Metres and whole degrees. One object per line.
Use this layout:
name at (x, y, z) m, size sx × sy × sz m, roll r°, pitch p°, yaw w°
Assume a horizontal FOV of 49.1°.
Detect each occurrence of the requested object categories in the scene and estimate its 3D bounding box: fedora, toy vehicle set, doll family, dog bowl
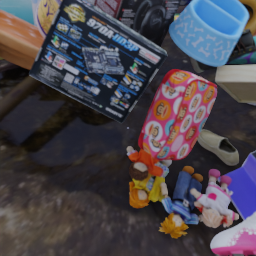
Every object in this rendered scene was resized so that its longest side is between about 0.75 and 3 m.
fedora at (4.368, -4.179, 11.439) m, size 2.486 × 1.014 × 2.486 m, roll -20°, pitch 49°, yaw 25°
toy vehicle set at (2.989, -0.734, 5.100) m, size 2.345 × 1.457 × 0.311 m, roll 9°, pitch 84°, yaw 39°
doll family at (0.941, 1.391, 6.013) m, size 2.620 × 1.181 × 1.626 m, roll 31°, pitch 42°, yaw 6°
dog bowl at (1.632, -2.030, 5.358) m, size 1.245 × 0.554 × 2.234 m, roll 35°, pitch 46°, yaw 2°

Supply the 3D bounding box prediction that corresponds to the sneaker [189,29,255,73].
sneaker at (2.174, -1.888, 6.433) m, size 1.163 × 0.819 × 2.189 m, roll -16°, pitch 6°, yaw 36°

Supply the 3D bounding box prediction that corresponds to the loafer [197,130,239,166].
loafer at (2.356, 0.411, 7.298) m, size 0.501 × 0.452 × 1.325 m, roll -28°, pitch 50°, yaw -26°

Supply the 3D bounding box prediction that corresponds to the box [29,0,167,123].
box at (-0.462, -1.008, 4.296) m, size 1.680 × 1.335 × 0.386 m, roll 27°, pitch 25°, yaw -15°

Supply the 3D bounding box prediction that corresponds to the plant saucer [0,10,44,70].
plant saucer at (-2.359, -1.927, 6.216) m, size 2.923 × 0.547 × 2.923 m, roll 27°, pitch 16°, yaw -8°

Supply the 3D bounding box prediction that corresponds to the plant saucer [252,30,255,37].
plant saucer at (5.121, -4.420, 11.775) m, size 1.916 × 0.359 × 1.916 m, roll -23°, pitch 53°, yaw 34°

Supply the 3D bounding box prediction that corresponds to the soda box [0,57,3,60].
soda box at (-5.256, -3.602, 11.298) m, size 0.701 × 0.742 × 2.191 m, roll -14°, pitch 46°, yaw -15°

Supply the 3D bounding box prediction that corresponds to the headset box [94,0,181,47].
headset box at (0.121, -2.006, 4.850) m, size 1.342 × 1.804 × 0.697 m, roll -19°, pitch 58°, yaw -35°

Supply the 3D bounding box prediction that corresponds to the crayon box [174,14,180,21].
crayon box at (2.466, -4.872, 12.930) m, size 0.669 × 0.328 × 1.126 m, roll 5°, pitch 44°, yaw 5°

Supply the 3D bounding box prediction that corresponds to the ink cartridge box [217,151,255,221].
ink cartridge box at (3.799, 1.455, 5.497) m, size 2.941 × 0.638 × 2.914 m, roll -24°, pitch 49°, yaw -2°

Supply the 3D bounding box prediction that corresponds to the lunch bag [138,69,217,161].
lunch bag at (0.995, -0.188, 5.116) m, size 1.407 × 1.597 × 0.654 m, roll 4°, pitch 24°, yaw -48°

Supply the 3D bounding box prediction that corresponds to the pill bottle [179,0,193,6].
pill bottle at (1.707, -4.231, 8.489) m, size 0.884 × 0.884 × 1.581 m, roll 0°, pitch 13°, yaw 0°

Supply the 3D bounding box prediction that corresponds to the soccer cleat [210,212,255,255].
soccer cleat at (2.101, 1.437, 4.145) m, size 1.957 × 0.684 × 0.845 m, roll -2°, pitch 62°, yaw -8°

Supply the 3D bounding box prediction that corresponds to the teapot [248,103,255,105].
teapot at (4.093, -1.418, 8.842) m, size 1.335 × 0.975 × 1.317 m, roll -21°, pitch 47°, yaw -20°

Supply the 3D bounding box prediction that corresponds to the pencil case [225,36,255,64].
pencil case at (3.867, -2.942, 10.354) m, size 2.521 × 1.073 × 1.165 m, roll 1°, pitch 72°, yaw 0°

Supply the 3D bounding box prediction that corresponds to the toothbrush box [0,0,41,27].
toothbrush box at (-3.195, -3.843, 8.147) m, size 2.051 × 2.802 × 1.195 m, roll -2°, pitch 37°, yaw -5°

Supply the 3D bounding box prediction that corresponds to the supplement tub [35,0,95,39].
supplement tub at (-1.024, -2.684, 6.084) m, size 1.461 × 2.010 × 1.461 m, roll 11°, pitch 70°, yaw -33°
